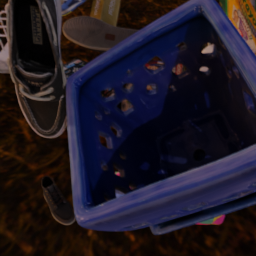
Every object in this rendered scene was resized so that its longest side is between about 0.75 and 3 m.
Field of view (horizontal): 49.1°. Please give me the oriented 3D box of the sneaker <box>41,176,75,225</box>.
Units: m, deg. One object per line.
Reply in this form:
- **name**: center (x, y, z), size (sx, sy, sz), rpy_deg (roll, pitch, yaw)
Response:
- **sneaker**: center (-1.689, 1.703, 6.557), size (0.453, 0.644, 1.212), rpy_deg (-33, 55, -27)

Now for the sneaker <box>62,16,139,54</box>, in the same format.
- **sneaker**: center (-0.620, -2.241, 7.812), size (2.347, 1.247, 0.878), rpy_deg (14, 76, -1)

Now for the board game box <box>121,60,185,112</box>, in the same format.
- **board game box**: center (1.160, -1.275, 9.278), size (2.296, 0.708, 2.297), rpy_deg (11, 48, 9)

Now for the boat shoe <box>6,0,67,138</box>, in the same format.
- **boat shoe**: center (-1.636, -0.957, 4.991), size (1.059, 2.995, 0.954), rpy_deg (0, 33, -2)

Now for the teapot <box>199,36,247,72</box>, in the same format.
- **teapot**: center (2.351, -1.441, 6.953), size (1.249, 1.265, 0.924), rpy_deg (-36, 35, -20)

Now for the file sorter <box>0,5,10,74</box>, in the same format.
- **file sorter**: center (-4.197, -3.439, 10.714), size (1.747, 1.568, 2.518), rpy_deg (3, 48, 3)

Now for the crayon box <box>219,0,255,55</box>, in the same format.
- **crayon box**: center (3.237, -2.588, 6.845), size (0.809, 1.650, 2.779), rpy_deg (-21, 78, 6)

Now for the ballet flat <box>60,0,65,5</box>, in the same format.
- **ballet flat**: center (-1.905, -3.530, 7.086), size (0.789, 0.789, 2.232), rpy_deg (5, 72, 5)

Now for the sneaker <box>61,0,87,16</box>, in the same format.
- **sneaker**: center (-1.728, -3.943, 8.318), size (0.622, 0.692, 1.683), rpy_deg (5, 46, 35)

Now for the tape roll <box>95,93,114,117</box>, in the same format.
- **tape roll**: center (-1.105, -0.960, 8.773), size (1.341, 0.469, 1.341), rpy_deg (10, 62, -20)

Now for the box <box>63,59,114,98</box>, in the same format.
- **box**: center (-1.143, -1.191, 7.237), size (1.475, 0.427, 1.856), rpy_deg (21, 31, 9)

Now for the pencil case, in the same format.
- **pencil case**: center (0.871, 1.544, 6.384), size (2.665, 1.178, 1.178), rpy_deg (0, 47, 0)

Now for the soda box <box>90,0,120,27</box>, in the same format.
- **soda box**: center (-0.662, -3.845, 8.569), size (0.645, 0.609, 1.904), rpy_deg (1, 80, 48)

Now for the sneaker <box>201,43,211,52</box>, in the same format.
- **sneaker**: center (2.772, -2.553, 9.935), size (0.962, 1.509, 2.612), rpy_deg (12, 47, 13)

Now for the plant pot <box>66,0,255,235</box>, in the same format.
- **plant pot**: center (0.833, 0.132, 4.549), size (2.748, 2.470, 2.748), rpy_deg (-26, 52, 19)
